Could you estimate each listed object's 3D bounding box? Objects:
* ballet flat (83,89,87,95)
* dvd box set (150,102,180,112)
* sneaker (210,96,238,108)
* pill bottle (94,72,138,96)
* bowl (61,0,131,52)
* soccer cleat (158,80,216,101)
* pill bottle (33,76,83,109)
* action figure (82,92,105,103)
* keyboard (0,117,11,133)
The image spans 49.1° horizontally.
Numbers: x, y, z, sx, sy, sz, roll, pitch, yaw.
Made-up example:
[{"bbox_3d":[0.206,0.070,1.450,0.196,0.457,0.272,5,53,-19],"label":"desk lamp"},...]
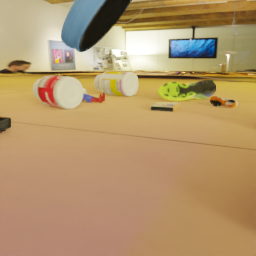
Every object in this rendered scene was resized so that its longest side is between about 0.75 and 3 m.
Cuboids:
[{"bbox_3d":[-2.657,-1.593,12.657,1.748,0.627,0.627,2,14,12],"label":"ballet flat"},{"bbox_3d":[1.356,-0.782,10.140,0.835,0.168,1.141,5,15,20],"label":"dvd box set"},{"bbox_3d":[3.621,-0.959,10.586,1.033,0.391,0.475,19,15,34],"label":"sneaker"},{"bbox_3d":[-0.648,-2.231,14.002,2.227,1.161,1.161,12,18,40],"label":"pill bottle"},{"bbox_3d":[-0.497,-2.329,5.503,0.396,2.017,2.017,41,15,-4],"label":"bowl"},{"bbox_3d":[2.576,-1.548,12.455,2.724,0.881,1.139,-8,-15,-13],"label":"soccer cleat"},{"bbox_3d":[-2.713,-1.386,10.548,2.028,1.138,1.138,13,19,43],"label":"pill bottle"},{"bbox_3d":[-2.130,-1.607,11.789,2.202,1.090,0.719,0,13,11],"label":"action figure"},{"bbox_3d":[-4.267,-0.081,6.975,2.654,0.340,1.594,4,21,13],"label":"keyboard"}]
